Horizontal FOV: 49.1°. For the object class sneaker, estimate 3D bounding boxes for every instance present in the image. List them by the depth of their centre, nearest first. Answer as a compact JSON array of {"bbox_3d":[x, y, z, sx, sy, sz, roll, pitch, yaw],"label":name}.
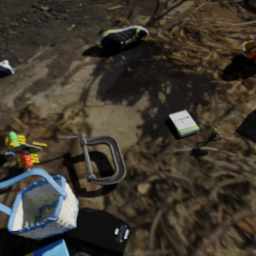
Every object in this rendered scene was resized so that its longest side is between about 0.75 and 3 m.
[{"bbox_3d":[-5.436,-2.766,12.524,0.885,0.358,0.511,17,53,16],"label":"sneaker"},{"bbox_3d":[-0.231,-4.263,13.682,2.556,0.916,1.058,-9,76,-8],"label":"sneaker"}]

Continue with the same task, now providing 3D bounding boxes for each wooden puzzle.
[{"bbox_3d":[-3.137,0.696,8.593,1.141,0.770,0.133,-24,63,26],"label":"wooden puzzle"}]

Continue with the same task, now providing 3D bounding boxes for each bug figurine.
[{"bbox_3d":[-4.063,0.956,9.100,2.012,0.518,1.560,-18,64,-14],"label":"bug figurine"}]

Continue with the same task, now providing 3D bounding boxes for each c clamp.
[{"bbox_3d":[-1.080,0.992,9.066,1.815,0.288,2.125,-13,55,-19],"label":"c clamp"}]

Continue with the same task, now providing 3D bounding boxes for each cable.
[{"bbox_3d":[2.813,0.382,9.659,0.476,0.981,0.247,41,22,-15],"label":"cable"}]

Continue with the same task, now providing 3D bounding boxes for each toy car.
[{"bbox_3d":[6.120,-3.521,12.696,1.666,1.458,1.249,-11,85,-10],"label":"toy car"}]

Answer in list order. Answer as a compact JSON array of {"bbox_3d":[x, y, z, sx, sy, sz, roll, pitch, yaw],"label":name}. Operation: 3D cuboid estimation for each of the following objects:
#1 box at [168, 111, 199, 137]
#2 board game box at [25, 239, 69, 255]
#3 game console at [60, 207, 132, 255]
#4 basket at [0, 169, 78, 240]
[{"bbox_3d":[2.050,-0.164,10.406,0.735,0.185,1.018,-16,50,-13],"label":"box"},{"bbox_3d":[-2.315,3.891,6.750,2.076,0.419,1.588,-20,52,-16],"label":"board game box"},{"bbox_3d":[-1.091,3.313,6.991,1.737,0.355,2.945,13,39,11],"label":"game console"},{"bbox_3d":[-2.384,1.906,7.101,1.805,2.047,1.424,-20,45,14],"label":"basket"}]
